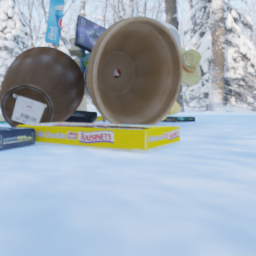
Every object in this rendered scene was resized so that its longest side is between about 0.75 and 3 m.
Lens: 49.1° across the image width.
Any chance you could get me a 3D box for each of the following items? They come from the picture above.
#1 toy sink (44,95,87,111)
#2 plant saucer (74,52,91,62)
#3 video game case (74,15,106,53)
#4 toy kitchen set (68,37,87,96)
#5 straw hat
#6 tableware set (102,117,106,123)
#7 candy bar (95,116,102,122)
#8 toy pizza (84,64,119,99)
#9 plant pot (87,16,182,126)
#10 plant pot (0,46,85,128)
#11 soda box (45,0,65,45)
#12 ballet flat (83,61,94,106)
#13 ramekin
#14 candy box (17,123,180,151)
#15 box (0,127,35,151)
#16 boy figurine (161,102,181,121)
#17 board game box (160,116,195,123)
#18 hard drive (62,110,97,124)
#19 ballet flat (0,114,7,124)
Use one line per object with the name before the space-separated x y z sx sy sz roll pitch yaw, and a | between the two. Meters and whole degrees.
toy sink | -3.379 -1.018 12.008 2.838 1.590 1.850 1 4 10
plant saucer | -1.008 -2.449 9.556 2.098 0.288 2.098 -16 10 3
video game case | -0.738 -2.503 8.165 1.682 1.202 0.160 17 -37 -28
toy kitchen set | -1.290 -2.001 9.081 0.906 1.232 1.538 -5 -27 7
straw hat | 2.122 -2.292 9.564 1.618 1.618 0.685 -2 -20 -33
tableware set | -0.043 -1.290 10.122 1.619 2.449 0.491 5 -6 -6
candy bar | -0.968 -0.398 11.846 1.441 0.160 0.359 -6 43 10
toy pizza | -0.531 -1.561 8.807 1.812 1.812 0.287 -2 26 -34
plant pot | 0.006 -1.420 7.455 2.835 2.835 1.309 -3 15 -37
plant pot | -2.306 -0.813 7.214 2.258 2.258 2.415 0 22 -6
soda box | -1.605 -2.317 6.120 0.316 0.932 0.299 8 10 -16
ballet flat | -1.078 -1.333 10.632 0.997 2.975 0.994 -12 43 16
ramekin | 0.936 -2.596 8.830 1.538 1.538 0.807 -3 26 -39
candy box | -0.527 0.097 4.691 2.498 0.330 1.277 2 2 30
box | -2.142 0.144 4.235 1.124 0.287 0.887 1 5 21
boy figurine | 1.342 -0.716 12.544 2.016 0.649 1.253 -8 36 34
board game box | 2.011 -0.417 13.120 1.254 0.261 1.855 -3 4 -36
hard drive | -1.837 -0.379 9.978 1.299 0.306 1.861 4 10 0
ballet flat | -4.270 -0.481 10.836 2.107 0.732 0.732 1 4 15
